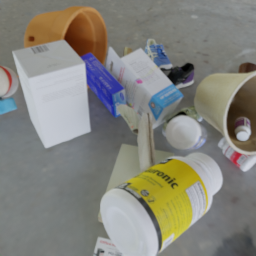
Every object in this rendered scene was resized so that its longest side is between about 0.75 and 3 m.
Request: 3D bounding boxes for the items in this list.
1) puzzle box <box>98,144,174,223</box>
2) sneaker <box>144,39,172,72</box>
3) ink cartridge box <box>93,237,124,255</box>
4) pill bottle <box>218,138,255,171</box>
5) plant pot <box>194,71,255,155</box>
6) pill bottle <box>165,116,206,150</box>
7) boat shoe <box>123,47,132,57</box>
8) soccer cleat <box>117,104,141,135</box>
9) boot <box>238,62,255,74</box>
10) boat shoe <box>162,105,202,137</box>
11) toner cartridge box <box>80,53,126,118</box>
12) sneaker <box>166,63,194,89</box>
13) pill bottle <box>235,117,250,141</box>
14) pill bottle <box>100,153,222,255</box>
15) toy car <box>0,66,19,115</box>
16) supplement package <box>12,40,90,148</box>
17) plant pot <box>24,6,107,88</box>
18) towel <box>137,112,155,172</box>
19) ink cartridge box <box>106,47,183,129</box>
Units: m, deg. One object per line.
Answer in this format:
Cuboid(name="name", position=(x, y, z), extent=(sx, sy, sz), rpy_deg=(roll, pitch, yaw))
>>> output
Cuboid(name="puzzle box", position=(0.303, 1.606, 7.835), extent=(1.661, 0.317, 2.497), rpy_deg=(11, 49, 10))
Cuboid(name="sneaker", position=(1.122, -2.896, 11.285), extent=(0.842, 0.857, 2.225), rpy_deg=(-8, 35, -17))
Cuboid(name="ink cartridge box", position=(-0.458, 3.059, 6.324), extent=(0.718, 0.406, 0.979), rpy_deg=(9, 60, 9))
Cuboid(name="pill bottle", position=(3.274, 0.734, 8.442), extent=(0.606, 0.606, 1.079), rpy_deg=(-26, 53, -22))
Cuboid(name="plant pot", position=(3.232, -0.699, 8.487), extent=(2.407, 2.407, 2.203), rpy_deg=(-16, 22, -14))
Cuboid(name="pill bottle", position=(1.770, 0.173, 8.213), extent=(0.939, 1.650, 0.939), rpy_deg=(-2, 86, 25))
Cuboid(name="boat shoe", position=(0.211, -2.206, 10.967), extent=(0.785, 0.875, 2.364), rpy_deg=(-2, 60, -4))
Cuboid(name="soccer cleat", position=(0.155, -0.186, 8.508), extent=(1.335, 0.463, 0.518), rpy_deg=(42, 56, -1))
Cuboid(name="boot", position=(5.087, -1.743, 10.748), extent=(1.920, 0.662, 2.060), rpy_deg=(22, 47, 16))
Cuboid(name="boat shoe", position=(1.925, -0.331, 9.414), extent=(1.918, 0.595, 0.691), rpy_deg=(-34, 56, -28))
Cuboid(name="toner cartridge box", position=(-0.909, -1.547, 9.907), extent=(0.516, 1.136, 2.391), rpy_deg=(-29, 55, -17))
Cuboid(name="sneaker", position=(1.636, -1.883, 10.618), extent=(2.071, 0.907, 0.784), rpy_deg=(-29, 53, -23))
Cuboid(name="pill bottle", position=(3.429, 0.045, 8.408), extent=(0.438, 0.438, 0.780), rpy_deg=(14, 36, 12))
Cuboid(name="pill bottle", position=(0.909, 1.603, 6.454), extent=(2.846, 1.584, 1.584), rpy_deg=(-22, 50, -38))
Cuboid(name="toy car", position=(-4.800, -1.521, 9.888), extent=(2.065, 2.152, 2.334), rpy_deg=(-19, 11, 7))
Cuboid(name="supplement package", position=(-2.249, -0.998, 8.544), extent=(1.598, 2.636, 1.579), rpy_deg=(-21, 49, -24))
Cuboid(name="plant pot", position=(-2.372, -3.048, 10.424), extent=(2.052, 2.932, 2.932), rpy_deg=(18, 50, 22))
Cuboid(name="towel", position=(0.470, 0.409, 7.623), extent=(0.263, 1.012, 1.527), rpy_deg=(0, 70, -9))
Cuboid(name="ink cartridge box", position=(0.417, -1.444, 9.254), extent=(0.913, 1.549, 2.691), rpy_deg=(-32, 75, -23))
